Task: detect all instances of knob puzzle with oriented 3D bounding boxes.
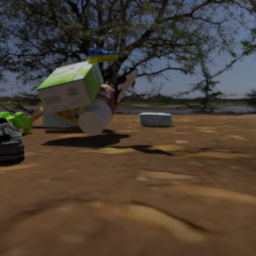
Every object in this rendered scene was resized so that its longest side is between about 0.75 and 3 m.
[{"bbox_3d":[-4.871,-0.638,14.595,2.062,0.286,2.062,-34,5,4],"label":"knob puzzle"}]

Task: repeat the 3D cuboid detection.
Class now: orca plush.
[{"bbox_3d":[-0.165,-1.248,7.923,0.633,1.204,0.428,-19,55,-40],"label":"orca plush"}]

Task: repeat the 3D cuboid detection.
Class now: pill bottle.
[{"bbox_3d":[-1.091,-0.664,10.121,1.183,1.183,2.108,1,30,7],"label":"pill bottle"}]

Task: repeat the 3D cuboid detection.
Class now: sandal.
[{"bbox_3d":[-0.847,-2.437,9.304,1.145,0.498,0.455,-10,-17,-26],"label":"sandal"}]

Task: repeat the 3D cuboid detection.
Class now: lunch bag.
[{"bbox_3d":[1.543,-0.455,15.424,1.437,0.691,1.792,6,7,36],"label":"lunch bag"}]

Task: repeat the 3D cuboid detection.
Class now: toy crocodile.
[{"bbox_3d":[-4.458,-0.072,9.957,0.936,0.856,2.773,2,9,14],"label":"toy crocodile"}]

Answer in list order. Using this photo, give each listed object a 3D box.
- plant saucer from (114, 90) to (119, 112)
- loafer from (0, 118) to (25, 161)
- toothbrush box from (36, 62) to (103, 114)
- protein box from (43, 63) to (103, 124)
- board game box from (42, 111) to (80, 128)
[{"bbox_3d":[-0.801,-1.012,11.517,1.177,1.177,0.203,3,-12,38],"label":"plant saucer"},{"bbox_3d":[-2.696,0.187,5.914,0.835,0.731,2.323,-2,4,-27],"label":"loafer"},{"bbox_3d":[-1.897,-1.477,9.654,1.611,0.952,2.212,-11,26,12],"label":"toothbrush box"},{"bbox_3d":[-2.589,-1.590,13.240,2.082,2.097,1.415,21,-36,2],"label":"protein box"},{"bbox_3d":[-3.180,-0.552,15.126,2.101,0.915,2.848,2,6,0],"label":"board game box"}]
